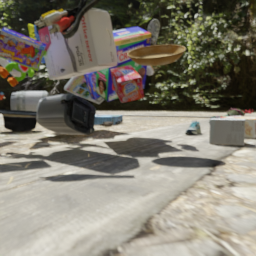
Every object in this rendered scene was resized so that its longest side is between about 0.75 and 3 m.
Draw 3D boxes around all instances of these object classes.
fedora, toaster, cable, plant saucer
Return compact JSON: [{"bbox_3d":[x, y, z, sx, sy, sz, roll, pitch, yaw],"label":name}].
[{"bbox_3d":[-5.287,-0.333,13.691,2.148,0.981,2.148,4,5,0],"label":"fedora"},{"bbox_3d":[-2.585,-0.516,11.562,1.662,1.462,2.573,-3,-13,23],"label":"toaster"},{"bbox_3d":[-1.375,-3.055,7.285,1.014,2.088,0.526,35,-18,28],"label":"cable"},{"bbox_3d":[0.837,-2.147,8.327,1.719,0.304,1.719,-5,26,3],"label":"plant saucer"}]

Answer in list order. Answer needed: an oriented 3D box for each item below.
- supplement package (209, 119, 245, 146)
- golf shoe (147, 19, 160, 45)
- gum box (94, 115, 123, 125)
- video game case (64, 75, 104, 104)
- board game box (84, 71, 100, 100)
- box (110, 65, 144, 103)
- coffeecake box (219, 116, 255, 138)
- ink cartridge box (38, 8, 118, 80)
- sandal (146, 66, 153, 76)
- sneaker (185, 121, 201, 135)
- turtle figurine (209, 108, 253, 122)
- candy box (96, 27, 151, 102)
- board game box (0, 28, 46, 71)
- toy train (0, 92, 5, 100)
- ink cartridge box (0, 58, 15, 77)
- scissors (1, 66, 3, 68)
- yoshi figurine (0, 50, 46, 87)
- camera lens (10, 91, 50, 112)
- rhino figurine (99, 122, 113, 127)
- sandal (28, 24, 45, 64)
[{"bbox_3d":[3.414,0.107,9.661,1.116,0.847,0.840,2,6,22],"label":"supplement package"},{"bbox_3d":[1.035,-3.933,11.164,0.483,0.600,1.235,18,-25,4],"label":"golf shoe"},{"bbox_3d":[-1.778,-0.545,18.512,2.459,0.548,2.089,1,5,12],"label":"gum box"},{"bbox_3d":[-1.766,-2.192,14.088,2.112,0.275,2.320,22,-38,-29],"label":"video game case"},{"bbox_3d":[-1.436,-2.048,12.697,0.290,1.295,0.870,23,49,38],"label":"board game box"},{"bbox_3d":[-0.061,-1.468,9.141,0.758,0.726,1.521,-13,29,-7],"label":"box"},{"bbox_3d":[5.201,-0.046,11.693,1.662,0.791,2.165,-4,7,-38],"label":"coffeecake box"},{"bbox_3d":[-1.593,-2.539,8.758,2.282,1.672,0.945,-5,9,38],"label":"ink cartridge box"},{"bbox_3d":[0.264,-3.308,12.485,3.001,0.860,1.150,40,-10,31],"label":"sandal"},{"bbox_3d":[2.875,-0.016,12.476,0.531,0.591,1.369,3,6,28],"label":"sneaker"},{"bbox_3d":[5.227,-0.375,13.925,2.374,1.195,1.777,-11,11,-36],"label":"turtle figurine"},{"bbox_3d":[-0.199,-2.430,10.650,1.994,2.358,0.908,-25,46,-34],"label":"candy box"},{"bbox_3d":[-2.973,-2.169,7.817,1.161,0.780,0.260,19,34,-16],"label":"board game box"},{"bbox_3d":[-4.150,-0.815,8.499,0.584,0.777,0.216,30,26,-33],"label":"toy train"},{"bbox_3d":[-4.923,-2.823,10.825,0.375,0.957,2.021,-31,-25,-3],"label":"ink cartridge box"},{"bbox_3d":[-5.522,-3.248,12.813,0.812,2.221,0.155,39,-17,2],"label":"scissors"},{"bbox_3d":[-3.326,-2.080,8.942,1.552,0.869,0.872,-40,-7,-4],"label":"yoshi figurine"},{"bbox_3d":[-7.620,-1.747,22.240,2.846,2.276,2.276,-2,5,-10],"label":"camera lens"},{"bbox_3d":[-1.276,-0.207,16.247,0.447,0.305,1.021,5,9,40],"label":"rhino figurine"},{"bbox_3d":[-3.567,-3.409,11.449,0.724,1.663,0.661,-13,46,-16],"label":"sandal"}]
